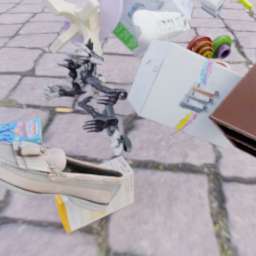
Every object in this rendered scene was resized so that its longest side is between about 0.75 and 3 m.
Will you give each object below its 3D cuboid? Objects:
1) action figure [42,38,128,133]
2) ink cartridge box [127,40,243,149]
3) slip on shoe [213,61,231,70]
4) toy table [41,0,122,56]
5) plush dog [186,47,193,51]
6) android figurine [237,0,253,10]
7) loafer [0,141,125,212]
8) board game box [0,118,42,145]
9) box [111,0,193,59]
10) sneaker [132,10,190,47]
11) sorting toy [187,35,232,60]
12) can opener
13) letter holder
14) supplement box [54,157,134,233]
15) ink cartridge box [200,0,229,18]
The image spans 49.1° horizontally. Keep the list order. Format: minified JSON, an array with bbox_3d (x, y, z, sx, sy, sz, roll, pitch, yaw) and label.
[{"bbox_3d":[-0.973,-1.013,5.673,1.189,1.385,2.331,7,32,-41],"label":"action figure"},{"bbox_3d":[1.364,-0.832,6.524,2.260,1.635,1.642,21,14,-15],"label":"ink cartridge box"},{"bbox_3d":[2.326,-1.703,8.746,1.752,0.649,0.536,7,26,43],"label":"slip on shoe"},{"bbox_3d":[-1.417,-3.301,8.670,2.293,2.494,1.461,38,42,-6],"label":"toy table"},{"bbox_3d":[2.733,-2.441,11.842,1.802,1.446,1.547,-26,70,-29],"label":"plush dog"},{"bbox_3d":[4.215,-4.637,10.232,0.853,0.192,0.937,39,35,-6],"label":"android figurine"},{"bbox_3d":[-1.176,0.693,4.846,0.854,2.717,0.977,-49,41,10],"label":"loafer"},{"bbox_3d":[-3.587,0.212,9.189,1.422,0.320,1.081,-11,40,-13],"label":"board game box"},{"bbox_3d":[0.575,-4.034,9.692,2.491,2.198,1.205,-26,34,41],"label":"box"},{"bbox_3d":[0.944,-2.882,7.818,1.045,0.917,2.608,0,22,30],"label":"sneaker"},{"bbox_3d":[2.653,-2.317,8.842,1.763,1.059,0.723,-6,52,-26],"label":"sorting toy"},{"bbox_3d":[-0.267,0.044,5.874,0.401,0.318,1.208,3,52,-33],"label":"can opener"},{"bbox_3d":[2.770,-0.462,4.846,2.094,1.053,1.488,-49,29,-1],"label":"letter holder"},{"bbox_3d":[-0.802,1.599,6.822,1.854,1.169,0.682,-19,41,-23],"label":"supplement box"},{"bbox_3d":[3.002,-4.476,9.235,0.686,1.178,1.630,40,17,8],"label":"ink cartridge box"}]
